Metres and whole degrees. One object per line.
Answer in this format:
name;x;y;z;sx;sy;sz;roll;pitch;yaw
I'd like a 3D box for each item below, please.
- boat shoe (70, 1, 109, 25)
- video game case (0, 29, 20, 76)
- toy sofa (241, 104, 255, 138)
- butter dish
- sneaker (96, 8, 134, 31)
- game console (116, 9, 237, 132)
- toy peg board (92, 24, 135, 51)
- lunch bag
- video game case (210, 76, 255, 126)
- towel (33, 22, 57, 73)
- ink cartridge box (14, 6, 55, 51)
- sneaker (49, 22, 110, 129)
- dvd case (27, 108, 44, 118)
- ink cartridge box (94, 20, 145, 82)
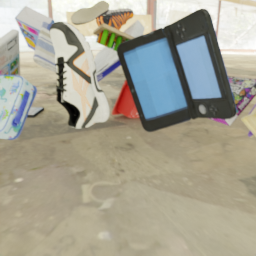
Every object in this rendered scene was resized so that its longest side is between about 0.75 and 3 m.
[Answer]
boat shoe;-1.051;-3.110;7.818;1.301;0.408;0.473;-39;80;-27
video game case;-4.161;-1.691;8.972;0.286;2.195;2.411;18;42;0
toy sofa;3.362;-0.473;6.877;1.512;0.626;0.738;-45;8;-27
butter dish;0.595;-1.213;13.017;1.559;2.103;2.109;43;36;25
sneaker;-0.460;-4.064;11.247;0.846;1.222;2.181;-1;21;43
game console;1.168;-1.284;7.340;1.618;2.735;2.334;-25;13;-19
toy peg board;-0.501;-2.600;8.554;1.103;0.540;1.098;17;0;-23
lunch bag;-2.848;-0.478;6.522;1.192;1.483;0.611;5;-19;26
video game case;2.780;-0.853;8.085;1.470;0.290;1.622;-49;26;-3
towel;-2.430;-2.714;9.966;1.713;0.278;2.333;24;42;-30
ink cartridge box;-3.687;-3.843;11.939;1.477;2.165;0.826;29;71;12
sneaker;-1.429;-1.288;7.282;1.144;2.860;1.054;-30;18;-33
dvd case;-5.241;-0.787;13.859;1.779;0.156;1.270;2;20;6
ink cartridge box;-0.620;-2.820;11.395;2.709;0.551;2.715;-27;33;39
